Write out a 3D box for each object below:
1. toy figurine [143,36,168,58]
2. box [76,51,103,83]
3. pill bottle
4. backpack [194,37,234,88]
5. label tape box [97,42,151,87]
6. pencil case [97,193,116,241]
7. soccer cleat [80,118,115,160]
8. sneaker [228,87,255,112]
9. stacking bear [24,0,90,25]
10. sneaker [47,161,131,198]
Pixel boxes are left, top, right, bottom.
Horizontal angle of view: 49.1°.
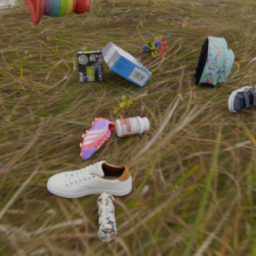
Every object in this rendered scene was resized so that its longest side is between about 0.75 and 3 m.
[{"bbox_3d":[1.288,-4.438,15.879,1.135,1.000,1.895,-9,20,41],"label":"toy figurine"},{"bbox_3d":[-1.702,-2.751,12.637,1.121,1.399,0.310,-5,35,-8],"label":"box"},{"bbox_3d":[0.142,-0.049,9.475,1.051,0.590,0.590,-8,36,-13],"label":"pill bottle"},{"bbox_3d":[3.787,-2.952,12.382,1.508,2.004,1.779,5,34,8],"label":"backpack"},{"bbox_3d":[-0.233,-3.062,12.858,1.809,0.794,2.508,24,22,-34],"label":"label tape box"},{"bbox_3d":[-0.513,2.052,6.557,0.421,0.484,1.082,-6,34,-3],"label":"pencil case"},{"bbox_3d":[-0.965,0.315,8.953,0.747,0.651,1.953,10,33,7],"label":"soccer cleat"},{"bbox_3d":[4.576,-1.165,10.817,0.767,0.758,1.933,6,29,44],"label":"sneaker"},{"bbox_3d":[-1.983,-3.751,8.311,1.783,1.014,1.083,-14,78,-34],"label":"stacking bear"},{"bbox_3d":[-1.036,1.236,7.342,2.230,0.944,0.812,-2,37,-1],"label":"sneaker"}]
